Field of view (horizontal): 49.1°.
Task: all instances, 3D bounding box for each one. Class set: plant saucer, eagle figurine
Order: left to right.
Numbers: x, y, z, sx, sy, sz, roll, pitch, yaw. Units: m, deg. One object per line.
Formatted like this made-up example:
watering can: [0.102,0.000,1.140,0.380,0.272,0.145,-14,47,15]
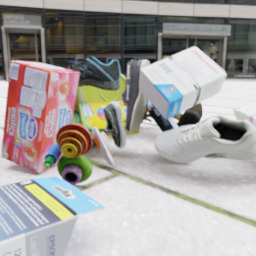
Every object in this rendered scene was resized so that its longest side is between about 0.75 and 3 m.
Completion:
plant saucer: [-0.859,-1.348,11.562,2.952,2.952,0.459,-8,-16,-30]
eagle figurine: [0.742,-1.594,12.788,2.038,2.686,2.027,19,22,32]

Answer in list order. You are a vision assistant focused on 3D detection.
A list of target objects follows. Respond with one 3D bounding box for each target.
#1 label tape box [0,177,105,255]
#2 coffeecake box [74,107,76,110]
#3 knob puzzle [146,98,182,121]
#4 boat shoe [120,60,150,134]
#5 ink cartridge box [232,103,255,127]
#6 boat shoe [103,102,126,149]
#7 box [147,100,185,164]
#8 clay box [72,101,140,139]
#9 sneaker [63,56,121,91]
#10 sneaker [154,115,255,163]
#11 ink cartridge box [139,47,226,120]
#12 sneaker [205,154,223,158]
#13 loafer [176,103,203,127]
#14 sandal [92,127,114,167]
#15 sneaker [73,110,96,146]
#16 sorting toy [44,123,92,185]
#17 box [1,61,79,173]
label tape box: [-2.010,1.681,4.659,2.684,0.887,1.923,-6,14,-41]
coffeecake box: [-2.170,-0.336,11.732,1.147,1.494,0.546,-6,56,-37]
knob puzzle: [1.218,-1.024,11.616,2.336,0.324,2.336,36,-10,7]
boat shoe: [0.147,-0.987,8.746,0.718,2.288,0.831,11,2,22]
ink cartridge box: [4.270,0.191,8.274,1.009,1.755,2.996,-24,13,7]
boat shoe: [-0.467,-0.026,8.422,0.551,1.552,0.560,-24,28,-27]
box: [1.350,-0.001,9.074,0.390,2.068,1.412,-34,14,13]
clay box: [-0.796,-0.293,9.509,2.168,0.516,1.245,-5,49,-18]
sneaker: [-1.561,-1.927,9.611,2.669,1.093,0.977,2,13,-17]
sneaker: [1.950,0.173,7.312,2.852,1.111,1.417,-7,-30,23]
ink cartridge box: [1.511,-1.314,7.975,1.971,0.831,1.439,-25,58,-18]
sneaker: [3.157,0.724,9.506,1.253,0.468,0.514,-1,13,0]
loafer: [2.465,-0.301,10.981,0.861,0.841,2.358,32,-19,6]
sandal: [-0.663,0.534,8.382,0.366,1.278,0.490,-28,1,-28]
sneaker: [-1.758,-0.042,10.084,2.440,1.107,0.927,20,-24,-30]
sorting toy: [-1.419,0.765,6.597,1.081,1.799,0.739,7,29,2]
box: [-2.599,-0.371,8.300,1.465,2.938,1.403,17,15,20]
